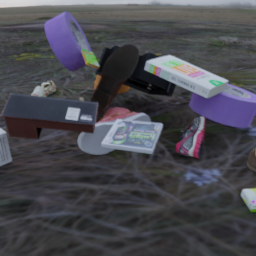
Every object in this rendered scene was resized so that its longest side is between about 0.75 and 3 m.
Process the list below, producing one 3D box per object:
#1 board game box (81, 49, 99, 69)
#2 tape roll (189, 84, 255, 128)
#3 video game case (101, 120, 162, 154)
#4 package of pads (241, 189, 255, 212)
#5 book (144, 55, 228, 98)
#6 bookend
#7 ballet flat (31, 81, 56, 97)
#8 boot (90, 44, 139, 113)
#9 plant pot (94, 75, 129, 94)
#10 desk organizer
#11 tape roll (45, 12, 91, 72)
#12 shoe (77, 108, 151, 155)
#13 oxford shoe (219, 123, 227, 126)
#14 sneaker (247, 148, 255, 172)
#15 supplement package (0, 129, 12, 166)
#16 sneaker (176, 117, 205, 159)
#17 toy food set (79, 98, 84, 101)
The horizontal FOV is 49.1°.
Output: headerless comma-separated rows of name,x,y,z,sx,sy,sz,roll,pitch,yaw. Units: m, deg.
board game box,-1.425,-2.586,10.411,0.505,0.158,1.057,14,38,-34
tape roll,3.723,-1.008,10.902,2.466,1.048,2.466,12,24,-6
video game case,0.112,0.162,6.339,1.148,0.134,1.044,6,35,17
package of pads,3.421,1.840,7.226,0.814,0.278,0.629,-2,27,-5
book,1.999,-1.776,9.739,2.467,0.593,1.648,30,32,27
bookend,0.343,-2.528,12.220,2.930,1.358,2.948,19,3,-16
ballet flat,-4.303,-1.838,13.963,0.769,0.650,2.033,6,28,12
boot,-0.641,-1.771,10.998,0.956,2.774,2.976,35,0,-4
plant pot,-0.874,-2.739,14.958,1.915,1.340,1.915,0,28,0
desk organizer,-2.183,-0.231,8.137,2.507,0.965,0.899,6,49,-5
tape roll,-2.387,-3.510,11.522,0.935,2.200,2.200,-22,25,12
shoe,-0.691,0.039,10.013,2.972,1.062,1.352,-20,26,-35
oxford shoe,3.852,-0.472,11.424,1.405,0.525,0.495,22,35,32
sneaker,4.435,1.148,8.098,1.873,0.707,0.660,18,32,31
supplement package,-4.740,0.758,8.399,1.081,1.123,1.974,24,35,35
sneaker,2.234,0.218,9.744,0.807,0.871,2.162,7,28,19
toy food set,-1.575,-0.419,10.358,0.284,1.417,0.978,-25,15,-15
